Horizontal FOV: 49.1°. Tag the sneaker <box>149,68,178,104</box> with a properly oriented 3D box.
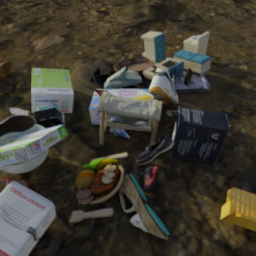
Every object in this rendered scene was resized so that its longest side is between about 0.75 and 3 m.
[{"bbox_3d":[1.621,-1.703,11.572,0.995,1.153,2.630,11,-2,16],"label":"sneaker"}]

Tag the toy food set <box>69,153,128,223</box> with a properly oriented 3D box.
[{"bbox_3d":[-0.939,1.616,8.614,1.705,0.496,2.470,-15,35,24],"label":"toy food set"}]

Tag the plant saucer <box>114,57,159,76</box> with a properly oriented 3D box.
[{"bbox_3d":[0.453,-3.144,14.465,2.364,0.407,2.364,-7,30,4],"label":"plant saucer"}]

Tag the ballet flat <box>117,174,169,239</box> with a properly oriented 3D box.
[{"bbox_3d":[0.309,2.375,8.132,0.768,0.829,2.352,-36,43,0],"label":"ballet flat"}]

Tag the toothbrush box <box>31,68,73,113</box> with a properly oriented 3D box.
[{"bbox_3d":[-3.374,-1.672,12.338,1.669,0.987,2.293,-1,36,-18],"label":"toothbrush box"}]

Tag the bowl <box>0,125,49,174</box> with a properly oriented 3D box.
[{"bbox_3d":[-3.653,0.850,9.622,2.118,0.952,2.118,0,40,0],"label":"bowl"}]

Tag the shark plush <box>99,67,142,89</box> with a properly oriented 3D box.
[{"bbox_3d":[-0.503,-1.875,12.428,2.178,0.907,0.990,-34,15,-3],"label":"shark plush"}]

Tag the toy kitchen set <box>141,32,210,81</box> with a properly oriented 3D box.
[{"bbox_3d":[2.286,-3.485,12.939,2.981,2.388,1.756,-34,45,-30],"label":"toy kitchen set"}]

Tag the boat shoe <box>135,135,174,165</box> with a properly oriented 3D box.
[{"bbox_3d":[0.794,0.717,9.507,1.543,0.484,0.560,-34,35,22],"label":"boat shoe"}]

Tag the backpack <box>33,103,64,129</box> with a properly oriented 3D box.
[{"bbox_3d":[-3.024,-0.405,10.881,1.022,1.152,0.867,-11,66,12],"label":"backpack"}]

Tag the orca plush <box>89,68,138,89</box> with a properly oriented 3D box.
[{"bbox_3d":[-0.677,-2.363,13.367,1.517,1.025,2.883,-26,46,-27],"label":"orca plush"}]

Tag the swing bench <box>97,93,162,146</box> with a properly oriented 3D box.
[{"bbox_3d":[0.066,-0.334,9.910,2.025,2.036,1.321,10,52,4],"label":"swing bench"}]

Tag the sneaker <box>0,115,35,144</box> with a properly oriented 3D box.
[{"bbox_3d":[-4.112,0.088,9.529,1.864,0.789,0.679,-24,84,-40],"label":"sneaker"}]

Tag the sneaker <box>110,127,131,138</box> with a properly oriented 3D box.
[{"bbox_3d":[-0.296,0.172,10.837,0.441,0.433,1.145,-42,38,-12],"label":"sneaker"}]

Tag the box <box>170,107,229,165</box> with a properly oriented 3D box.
[{"bbox_3d":[2.394,0.278,9.681,1.646,1.619,0.967,10,41,4],"label":"box"}]

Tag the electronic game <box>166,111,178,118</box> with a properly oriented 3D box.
[{"bbox_3d":[2.201,-0.492,10.696,1.475,0.307,1.475,7,-1,0],"label":"electronic game"}]

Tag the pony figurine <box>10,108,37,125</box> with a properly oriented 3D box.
[{"bbox_3d":[-3.964,-0.274,10.982,1.273,1.098,1.319,12,20,-9],"label":"pony figurine"}]

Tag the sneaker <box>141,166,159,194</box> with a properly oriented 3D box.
[{"bbox_3d":[0.631,1.657,9.100,0.552,0.400,1.131,13,40,14],"label":"sneaker"}]

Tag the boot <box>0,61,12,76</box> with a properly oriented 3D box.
[{"bbox_3d":[-6.997,-2.958,14.473,1.409,0.696,1.815,9,48,17],"label":"boot"}]

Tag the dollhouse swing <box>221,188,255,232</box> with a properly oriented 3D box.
[{"bbox_3d":[3.419,2.190,7.845,1.293,1.175,1.137,17,64,10],"label":"dollhouse swing"}]

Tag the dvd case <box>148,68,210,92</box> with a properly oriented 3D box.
[{"bbox_3d":[2.446,-2.490,14.029,2.909,0.232,2.163,0,42,3],"label":"dvd case"}]

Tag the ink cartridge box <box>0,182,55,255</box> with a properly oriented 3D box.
[{"bbox_3d":[-3.064,2.633,7.301,1.464,0.827,1.994,25,51,12],"label":"ink cartridge box"}]

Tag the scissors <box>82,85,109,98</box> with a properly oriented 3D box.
[{"bbox_3d":[-1.258,-1.509,11.232,1.234,0.086,0.452,37,75,6],"label":"scissors"}]

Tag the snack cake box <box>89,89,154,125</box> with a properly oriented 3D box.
[{"bbox_3d":[-0.208,-0.890,11.641,2.542,0.854,1.462,1,42,5],"label":"snack cake box"}]

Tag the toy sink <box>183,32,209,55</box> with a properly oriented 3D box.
[{"bbox_3d":[3.647,-4.406,15.298,0.932,1.664,1.085,29,49,30],"label":"toy sink"}]

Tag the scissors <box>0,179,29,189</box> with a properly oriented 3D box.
[{"bbox_3d":[-3.505,2.606,8.170,1.045,0.199,2.858,-2,43,-13],"label":"scissors"}]

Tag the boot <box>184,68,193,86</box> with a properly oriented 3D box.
[{"bbox_3d":[2.812,-2.363,13.103,0.306,0.820,0.397,17,53,21],"label":"boot"}]

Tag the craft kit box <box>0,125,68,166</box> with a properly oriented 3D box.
[{"bbox_3d":[-3.183,0.555,8.575,1.988,0.482,1.963,-13,10,23],"label":"craft kit box"}]
